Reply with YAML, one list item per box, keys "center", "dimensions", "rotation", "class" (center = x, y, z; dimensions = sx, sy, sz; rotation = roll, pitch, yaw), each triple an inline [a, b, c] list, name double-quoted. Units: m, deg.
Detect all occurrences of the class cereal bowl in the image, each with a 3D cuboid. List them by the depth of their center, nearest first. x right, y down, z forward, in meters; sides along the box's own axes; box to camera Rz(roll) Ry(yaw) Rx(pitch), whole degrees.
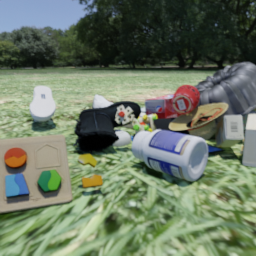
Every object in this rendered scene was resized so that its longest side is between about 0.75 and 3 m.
- center: [-0.375, 0.288, 8.898]
  dimensions: [0.922, 0.384, 0.922]
  rotation: [-1, 15, 0]
  class: "cereal bowl"

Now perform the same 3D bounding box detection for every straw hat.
- center: [2.132, -0.026, 8.115]
  dimensions: [1.768, 0.748, 1.768]
  rotation: [-25, 14, 7]
  class: "straw hat"

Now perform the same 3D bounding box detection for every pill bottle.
- center: [0.920, 0.566, 6.561]
  dimensions: [1.629, 0.975, 0.975]
  rotation: [13, 19, 41]
  class: "pill bottle"

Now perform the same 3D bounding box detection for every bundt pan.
- center: [3.267, -1.247, 9.744]
  dimensions: [3.028, 1.136, 3.028]
  rotation: [-32, 13, 8]
  class: "bundt pan"

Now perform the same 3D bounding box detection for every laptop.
- center: [1.745, 0.202, 8.220]
  dimensions: [1.435, 1.619, 0.836]
  rotation: [-6, -27, -24]
  class: "laptop"

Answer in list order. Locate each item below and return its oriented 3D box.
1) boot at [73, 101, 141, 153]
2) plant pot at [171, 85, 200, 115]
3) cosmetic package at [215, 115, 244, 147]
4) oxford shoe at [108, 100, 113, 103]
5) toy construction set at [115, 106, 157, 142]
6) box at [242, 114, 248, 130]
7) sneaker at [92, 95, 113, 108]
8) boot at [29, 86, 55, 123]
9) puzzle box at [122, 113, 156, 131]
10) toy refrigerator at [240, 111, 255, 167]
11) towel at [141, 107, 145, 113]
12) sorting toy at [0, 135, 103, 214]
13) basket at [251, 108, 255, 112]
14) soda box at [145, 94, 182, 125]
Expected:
- center: [-0.573, -0.072, 8.526]
  dimensions: [2.212, 0.819, 1.813]
  rotation: [-8, 27, -4]
  class: "boot"
- center: [1.743, -0.846, 8.571]
  dimensions: [0.805, 0.805, 0.733]
  rotation: [5, 27, 20]
  class: "plant pot"
- center: [2.832, 0.129, 7.934]
  dimensions: [0.463, 0.685, 1.302]
  rotation: [0, -14, 6]
  class: "cosmetic package"
- center: [-1.160, -1.402, 15.801]
  dimensions: [0.292, 0.291, 0.818]
  rotation: [12, 20, 34]
  class: "oxford shoe"
- center: [0.383, -0.059, 8.367]
  dimensions: [0.815, 1.160, 1.769]
  rotation: [-15, -21, 34]
  class: "toy construction set"
- center: [3.967, -0.398, 11.036]
  dimensions: [1.189, 0.651, 1.347]
  rotation: [0, 14, -2]
  class: "box"
- center: [-1.078, -0.886, 12.923]
  dimensions: [1.182, 0.927, 2.378]
  rotation: [10, 17, -9]
  class: "sneaker"
- center: [-3.483, -0.634, 11.380]
  dimensions: [0.970, 1.205, 2.667]
  rotation: [6, 29, -16]
  class: "boot"
- center: [0.815, -0.230, 11.060]
  dimensions: [2.481, 0.315, 1.650]
  rotation: [10, 18, 36]
  class: "puzzle box"
- center: [3.714, 0.230, 7.905]
  dimensions: [0.903, 0.980, 2.581]
  rotation: [6, 16, 23]
  class: "toy refrigerator"
- center: [1.112, -0.758, 13.250]
  dimensions: [1.079, 0.304, 1.261]
  rotation: [-17, 22, -42]
  class: "towel"
- center: [-1.523, 0.767, 5.417]
  dimensions: [1.956, 1.457, 0.262]
  rotation: [-5, -26, -18]
  class: "sorting toy"
- center: [5.445, -0.906, 10.845]
  dimensions: [1.659, 1.823, 2.689]
  rotation: [-2, 14, 7]
  class: "basket"
- center: [1.657, -0.780, 10.621]
  dimensions: [0.840, 0.928, 2.650]
  rotation: [4, 13, 36]
  class: "soda box"
